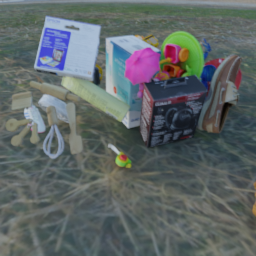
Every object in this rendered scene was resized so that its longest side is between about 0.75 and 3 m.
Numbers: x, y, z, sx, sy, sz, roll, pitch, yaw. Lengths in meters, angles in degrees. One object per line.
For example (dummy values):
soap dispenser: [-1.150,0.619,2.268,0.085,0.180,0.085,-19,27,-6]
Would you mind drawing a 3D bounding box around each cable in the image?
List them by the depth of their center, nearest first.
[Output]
cable: [-2.683,-0.749,10.462,1.299,1.299,0.450,23,73,9]

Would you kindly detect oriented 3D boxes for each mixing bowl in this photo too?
mixing bowl: [3.834,-1.821,11.753,1.926,1.926,1.043,4,38,7]

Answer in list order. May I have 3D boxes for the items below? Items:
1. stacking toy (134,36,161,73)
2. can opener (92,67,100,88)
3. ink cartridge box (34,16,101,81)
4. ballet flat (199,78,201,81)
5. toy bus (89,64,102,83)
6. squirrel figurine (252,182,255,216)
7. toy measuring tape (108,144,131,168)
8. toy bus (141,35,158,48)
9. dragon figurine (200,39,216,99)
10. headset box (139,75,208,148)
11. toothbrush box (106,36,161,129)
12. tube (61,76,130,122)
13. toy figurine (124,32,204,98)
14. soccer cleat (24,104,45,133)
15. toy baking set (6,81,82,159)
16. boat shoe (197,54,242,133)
stacking toy: [1.057,-3.107,12.695,1.565,2.696,1.480,-46,37,-3]
can opener: [-1.175,-1.645,9.857,0.295,1.106,0.370,-32,51,-27]
ink cartridge box: [-1.913,-2.567,9.110,1.840,1.857,0.403,9,-11,-4]
ballet flat: [2.332,-1.575,10.081,0.400,0.400,1.132,2,-12,3]
toy bus: [-1.812,-2.252,9.939,1.868,0.608,0.731,29,43,-32]
squirrel figurine: [3.847,1.763,6.627,1.729,1.223,1.613,19,42,33]
toy measuring tape: [-0.330,0.880,8.594,1.059,0.390,0.390,40,47,24]
toy bus: [0.398,-2.562,12.028,1.108,2.831,0.921,45,42,4]
dragon figurine: [2.863,-1.873,10.679,1.486,2.990,0.880,-31,14,-22]
headset box: [1.380,-0.581,9.037,1.777,2.388,0.922,-12,47,-13]
toothbrush box: [0.087,-1.780,10.693,1.227,2.876,2.106,-15,38,-24]
tube: [-1.148,-1.141,9.682,2.565,0.744,0.666,30,14,-1]
toy figurine: [0.931,-1.748,9.269,2.395,2.602,1.954,-19,34,-36]
soccer cleat: [-3.246,-0.373,9.603,0.501,0.619,1.434,-11,38,-34]
toy baking set: [-1.968,-0.215,6.926,2.316,0.270,1.778,15,77,14]
boat shoe: [3.356,-1.105,9.703,1.011,2.815,1.066,28,13,37]
